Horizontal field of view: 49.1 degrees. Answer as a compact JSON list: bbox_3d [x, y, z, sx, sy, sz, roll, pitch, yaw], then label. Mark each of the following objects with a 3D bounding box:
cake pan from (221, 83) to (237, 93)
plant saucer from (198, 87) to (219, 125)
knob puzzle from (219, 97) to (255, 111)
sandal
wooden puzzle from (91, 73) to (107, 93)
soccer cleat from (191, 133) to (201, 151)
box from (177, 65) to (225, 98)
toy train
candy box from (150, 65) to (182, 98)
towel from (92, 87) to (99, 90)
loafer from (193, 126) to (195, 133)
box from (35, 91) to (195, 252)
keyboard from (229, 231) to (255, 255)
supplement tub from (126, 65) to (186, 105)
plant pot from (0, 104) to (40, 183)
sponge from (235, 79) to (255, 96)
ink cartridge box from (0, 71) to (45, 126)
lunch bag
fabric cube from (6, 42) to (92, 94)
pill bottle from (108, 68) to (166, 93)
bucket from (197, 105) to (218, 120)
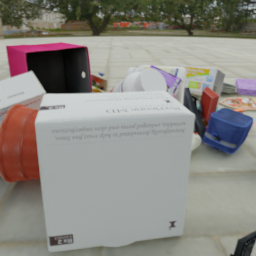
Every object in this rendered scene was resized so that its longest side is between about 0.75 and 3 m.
[{"bbox_3d":[5.253,-2.356,15.949,1.851,0.339,1.851,10,20,-4],"label":"cake pan"},{"bbox_3d":[2.947,-0.816,10.491,0.224,1.223,1.221,3,24,-8],"label":"plant saucer"},{"bbox_3d":[5.546,-1.273,13.856,2.173,0.301,2.173,0,24,0],"label":"knob puzzle"},{"bbox_3d":[2.588,-0.544,10.735,0.526,0.934,2.457,-8,53,-4],"label":"sandal"},{"bbox_3d":[-1.626,-2.416,15.316,1.042,1.544,0.181,16,52,13],"label":"wooden puzzle"},{"bbox_3d":[1.535,0.676,8.775,0.905,1.013,2.613,-18,-11,38],"label":"soccer cleat"},{"bbox_3d":[3.747,-2.517,14.985,2.335,1.314,1.184,17,5,39],"label":"box"},{"bbox_3d":[3.535,-0.509,11.400,2.928,0.814,2.199,-4,24,-7],"label":"toy train"},{"bbox_3d":[1.264,-1.559,12.109,1.498,1.786,0.639,29,2,15],"label":"candy box"},{"bbox_3d":[-2.669,-2.537,16.922,1.548,0.237,2.029,-7,23,-16],"label":"towel"},{"bbox_3d":[2.109,0.002,9.889,0.514,0.450,1.429,3,-7,12],"label":"loafer"},{"bbox_3d":[-0.320,0.773,5.865,2.772,2.786,1.821,-3,22,-11],"label":"box"},{"bbox_3d":[1.944,2.202,4.828,0.599,0.998,0.128,-16,36,-20],"label":"keyboard"},{"bbox_3d":[1.349,-2.014,13.493,2.662,1.930,1.930,7,24,16],"label":"supplement tub"},{"bbox_3d":[-2.002,0.496,7.542,2.067,2.125,2.125,5,23,2],"label":"plant pot"},{"bbox_3d":[7.141,-2.425,16.423,1.463,0.391,2.623,7,24,15],"label":"sponge"},{"bbox_3d":[-3.648,-0.585,9.196,1.684,2.321,0.968,-27,72,-26],"label":"ink cartridge box"},{"bbox_3d":[3.322,0.153,9.429,1.197,1.166,1.762,26,28,30],"label":"lunch bag"},{"bbox_3d":[-3.730,-2.423,13.295,2.952,2.896,2.942,-16,26,-32],"label":"fabric cube"},{"bbox_3d":[0.179,-1.094,9.983,1.407,1.407,2.509,-18,-5,-36],"label":"pill bottle"},{"bbox_3d":[3.419,-0.673,12.099,0.895,0.582,0.895,-1,23,0],"label":"bucket"}]
